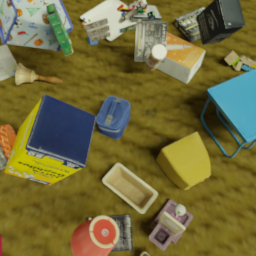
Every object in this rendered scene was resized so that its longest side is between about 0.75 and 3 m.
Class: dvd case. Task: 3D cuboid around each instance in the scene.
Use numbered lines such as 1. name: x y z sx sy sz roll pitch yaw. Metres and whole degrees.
1. dvd case: -0.538 3.076 8.126 1.313 0.105 0.976 -4 62 -2
2. dvd case: 0.721 -5.062 12.261 1.289 0.159 0.968 -3 54 -17

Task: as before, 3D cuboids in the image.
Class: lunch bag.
1. lunch bag: -2.675 -3.273 7.602 1.693 1.233 1.991 -3 61 -45
2. lunch bag: -0.462 -0.419 9.553 0.923 0.899 1.359 17 64 9

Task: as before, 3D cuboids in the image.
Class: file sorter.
1. file sorter: 4.118 -0.556 9.155 2.838 1.741 1.969 -24 65 -12

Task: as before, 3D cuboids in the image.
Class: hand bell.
1. hand bell: -3.319 -1.893 10.571 1.610 0.838 0.838 8 61 -9

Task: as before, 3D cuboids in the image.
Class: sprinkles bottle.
1. sprinkles bottle: 0.775 -2.005 8.079 0.408 1.196 0.408 0 86 -6

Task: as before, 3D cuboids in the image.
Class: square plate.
1. square plate: -0.707 -4.730 12.227 1.984 0.285 2.003 -40 69 -19

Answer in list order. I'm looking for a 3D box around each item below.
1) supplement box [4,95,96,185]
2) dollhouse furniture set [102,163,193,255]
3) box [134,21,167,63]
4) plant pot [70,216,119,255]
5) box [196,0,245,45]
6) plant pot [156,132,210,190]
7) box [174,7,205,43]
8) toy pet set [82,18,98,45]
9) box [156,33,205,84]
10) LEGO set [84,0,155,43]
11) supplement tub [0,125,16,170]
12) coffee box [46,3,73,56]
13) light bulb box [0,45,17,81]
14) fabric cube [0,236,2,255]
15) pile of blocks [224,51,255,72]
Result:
1. supplement box: -1.927 0.426 6.710 1.270 2.334 1.278 23 59 -25
2. dollhouse furniture set: 0.194 2.203 7.523 2.801 1.988 2.219 36 67 17
3. box: 0.753 -2.885 9.444 1.043 0.318 1.316 2 106 2
4. plant pot: -0.614 2.175 5.552 0.872 0.772 0.872 18 47 -21
5. box: 3.111 -3.648 9.571 0.780 1.495 1.106 -12 90 -17
6. plant pot: 1.776 1.133 8.583 1.263 1.271 1.300 -24 71 -12
7. box: 2.971 -4.453 12.020 1.580 0.388 1.274 -27 64 -14
8. toy pet set: -1.519 -3.896 11.459 0.919 0.858 0.488 20 55 10
9. box: 1.808 -2.725 10.794 1.841 0.897 1.145 30 66 15
10. LEGO set: -0.253 -3.615 9.194 2.392 1.787 0.587 -17 91 1
11. supplement tub: -4.722 0.769 8.587 2.420 1.483 1.483 -16 63 -9
12. coffee box: -1.703 -2.442 6.992 0.242 1.099 0.676 -19 46 -1
13. light bulb box: -4.781 -2.423 10.572 0.996 1.005 0.627 -26 63 -13
14. fabric cube: -3.986 3.393 7.502 0.915 0.912 0.897 -13 62 -7
15. pile of blocks: 4.497 -2.549 11.029 1.531 0.629 0.476 20 20 1
